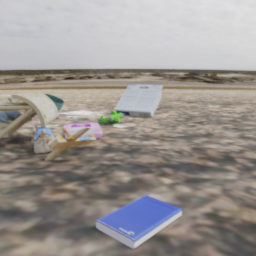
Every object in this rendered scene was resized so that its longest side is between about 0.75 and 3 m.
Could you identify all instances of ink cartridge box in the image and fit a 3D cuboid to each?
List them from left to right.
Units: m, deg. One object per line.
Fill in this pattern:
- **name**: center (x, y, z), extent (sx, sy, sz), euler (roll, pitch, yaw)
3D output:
- **ink cartridge box**: center (0.660, -1.565, 15.734), extent (2.239, 0.494, 2.281), euler (6, 48, 28)

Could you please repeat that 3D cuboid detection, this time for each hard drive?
- **hard drive**: center (0.203, 1.481, 4.602), extent (0.810, 0.156, 1.227), euler (10, 16, 41)

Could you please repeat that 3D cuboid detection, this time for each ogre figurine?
- **ogre figurine**: center (-0.733, -0.455, 12.997), extent (0.777, 0.636, 1.296), euler (-13, -14, 42)

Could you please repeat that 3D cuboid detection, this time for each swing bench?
- **swing bench**: center (-3.772, -0.501, 9.713), extent (2.155, 1.398, 2.144), euler (-20, 10, 1)

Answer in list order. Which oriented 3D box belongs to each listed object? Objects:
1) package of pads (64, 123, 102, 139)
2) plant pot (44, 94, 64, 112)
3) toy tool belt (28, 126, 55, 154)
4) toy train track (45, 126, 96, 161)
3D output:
- **package of pads**: center (-1.678, 0.127, 10.296), extent (1.355, 0.513, 0.816), euler (-3, 10, -14)
- **plant pot**: center (-3.997, -1.154, 14.467), extent (1.204, 0.806, 1.204), euler (22, 16, -7)
- **toy tool belt**: center (-2.691, 0.229, 8.766), extent (0.786, 0.773, 1.258), euler (-10, 23, -23)
- **toy train track**: center (-1.540, 0.287, 7.833), extent (1.441, 0.409, 2.512), euler (-37, -9, 11)
